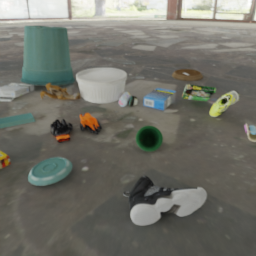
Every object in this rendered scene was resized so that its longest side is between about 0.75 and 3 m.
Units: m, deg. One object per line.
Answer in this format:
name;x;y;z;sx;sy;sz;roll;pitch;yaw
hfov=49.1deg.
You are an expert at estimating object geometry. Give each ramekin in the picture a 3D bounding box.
ramekin;-1.278;-2.084;13.719;2.479;1.154;2.479;0;28;0

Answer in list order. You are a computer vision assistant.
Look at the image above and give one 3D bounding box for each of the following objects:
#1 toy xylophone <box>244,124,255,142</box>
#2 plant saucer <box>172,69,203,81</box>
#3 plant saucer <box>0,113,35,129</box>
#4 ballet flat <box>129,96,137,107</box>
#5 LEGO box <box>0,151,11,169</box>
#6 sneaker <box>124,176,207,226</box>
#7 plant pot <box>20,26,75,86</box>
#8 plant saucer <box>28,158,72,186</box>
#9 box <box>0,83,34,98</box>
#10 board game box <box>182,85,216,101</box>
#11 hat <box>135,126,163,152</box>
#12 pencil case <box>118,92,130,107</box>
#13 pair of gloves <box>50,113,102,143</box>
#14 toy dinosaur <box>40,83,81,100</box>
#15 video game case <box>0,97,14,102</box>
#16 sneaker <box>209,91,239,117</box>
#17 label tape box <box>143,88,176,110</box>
toy xylophone;5.007;0.301;9.875;1.696;0.426;1.241;3;28;6
plant saucer;3.584;-3.222;16.924;1.858;0.274;1.858;0;28;0
plant saucer;-4.841;-0.254;11.236;2.056;0.195;0.719;-14;30;-24
ballet flat;0.264;-1.258;13.031;0.347;0.345;1.014;10;28;1
LEGO box;-4.115;0.987;8.684;0.753;0.291;0.561;20;34;34
sneaker;0.870;1.626;6.925;1.975;0.745;1.124;-11;31;-16
plant pot;-4.389;-4.002;15.226;2.937;2.877;2.937;3;19;-1
plant saucer;-2.283;1.210;8.157;1.293;0.177;1.293;-9;25;4
box;-5.732;-1.895;14.021;1.318;0.348;1.691;4;20;12
board game box;3.029;-1.500;12.268;1.190;0.266;2.271;5;-3;7
hat;0.706;0.501;9.843;0.908;0.964;1.096;28;64;9
pencil case;-0.166;-1.344;13.065;0.402;0.439;0.967;19;30;3
pair of gloves;-2.013;-0.019;10.737;1.865;0.231;1.662;-14;32;-20
toy dinosaur;-3.573;-1.741;13.745;2.861;0.864;1.519;25;10;33
video game case;-6.033;-1.487;13.700;0.922;0.108;0.838;0;27;1
sneaker;3.720;-0.956;11.262;0.599;1.568;0.591;-12;65;-29
label tape box;1.494;-1.376;13.077;1.033;0.477;1.442;15;31;26
